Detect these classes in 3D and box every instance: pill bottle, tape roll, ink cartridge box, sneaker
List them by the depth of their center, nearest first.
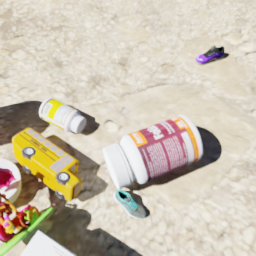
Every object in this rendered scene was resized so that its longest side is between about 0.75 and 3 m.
[{"bbox_3d":[-1.909,3.838,6.308,1.591,1.619,2.199,27,64,15],"label":"ink cartridge box"},{"bbox_3d":[0.024,2.142,7.951,1.121,0.511,0.435,33,64,17],"label":"sneaker"},{"bbox_3d":[-3.867,1.634,8.048,1.499,0.524,1.499,8,51,-10],"label":"tape roll"},{"bbox_3d":[0.686,0.717,8.190,2.615,1.493,1.493,-20,62,-13],"label":"pill bottle"},{"bbox_3d":[-2.140,-0.369,9.257,1.449,0.792,0.792,27,63,14],"label":"pill bottle"},{"bbox_3d":[3.182,-2.889,10.841,1.242,0.618,0.432,-19,62,-12],"label":"sneaker"}]

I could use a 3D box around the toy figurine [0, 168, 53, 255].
[{"bbox_3d":[-3.130,1.869,6.866,1.558,2.075,1.910,-37,91,7],"label":"toy figurine"}]

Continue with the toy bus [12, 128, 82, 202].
[{"bbox_3d":[-2.336,1.047,8.231,2.477,0.806,0.970,31,43,18],"label":"toy bus"}]
